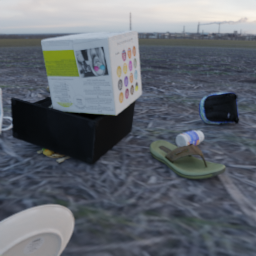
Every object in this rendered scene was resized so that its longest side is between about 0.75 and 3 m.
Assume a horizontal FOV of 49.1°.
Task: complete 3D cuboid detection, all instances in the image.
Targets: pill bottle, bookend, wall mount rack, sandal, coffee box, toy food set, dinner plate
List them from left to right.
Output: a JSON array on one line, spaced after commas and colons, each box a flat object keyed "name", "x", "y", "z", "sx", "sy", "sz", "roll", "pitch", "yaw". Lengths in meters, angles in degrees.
[{"name": "wall mount rack", "x": -5.404, "y": -0.525, "z": 10.437, "sx": 2.097, "sy": 0.782, "sz": 1.822, "roll": -5, "pitch": 53, "yaw": -11}, {"name": "dinner plate", "x": -1.479, "y": 1.819, "z": 3.836, "sx": 1.816, "sy": 1.816, "sz": 0.220, "roll": -19, "pitch": 45, "yaw": -41}, {"name": "toy food set", "x": -2.256, "y": 0.714, "z": 8.755, "sx": 1.115, "sy": 0.224, "sz": 0.770, "roll": 16, "pitch": 26, "yaw": 35}, {"name": "bookend", "x": -1.690, "y": -0.373, "z": 9.465, "sx": 2.969, "sy": 1.376, "sz": 2.988, "roll": 16, "pitch": 24, "yaw": 20}, {"name": "coffee box", "x": -0.973, "y": -1.724, "z": 8.490, "sx": 2.134, "sy": 2.110, "sz": 2.130, "roll": 4, "pitch": 24, "yaw": 22}, {"name": "sandal", "x": 1.523, "y": 0.758, "z": 7.937, "sx": 1.010, "sy": 0.726, "sz": 2.543, "roll": -16, "pitch": 26, "yaw": -35}, {"name": "pill bottle", "x": 2.060, "y": 0.376, "z": 9.249, "sx": 0.899, "sy": 0.504, "sz": 0.504, "roll": -13, "pitch": 25, "yaw": -32}]

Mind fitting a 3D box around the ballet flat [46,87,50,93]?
[{"name": "ballet flat", "x": -4.213, "y": -2.171, "z": 15.990, "sx": 0.580, "sy": 0.399, "sz": 1.721, "roll": -13, "pitch": 25, "yaw": -31}]

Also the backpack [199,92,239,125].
[{"name": "backpack", "x": 3.559, "y": -0.746, "z": 11.232, "sx": 1.380, "sy": 1.263, "sz": 1.014, "roll": -4, "pitch": 0, "yaw": -5}]
